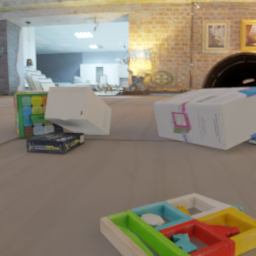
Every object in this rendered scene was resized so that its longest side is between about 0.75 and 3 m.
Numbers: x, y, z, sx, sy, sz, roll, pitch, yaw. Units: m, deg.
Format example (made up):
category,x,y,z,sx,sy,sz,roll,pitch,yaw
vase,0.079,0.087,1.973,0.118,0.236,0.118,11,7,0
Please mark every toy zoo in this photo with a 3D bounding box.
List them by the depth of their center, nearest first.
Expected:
category,x,y,z,sx,sy,sz,roll,pitch,yaw
toy zoo,0.746,1.185,3.367,1.846,0.189,1.211,-5,10,-29

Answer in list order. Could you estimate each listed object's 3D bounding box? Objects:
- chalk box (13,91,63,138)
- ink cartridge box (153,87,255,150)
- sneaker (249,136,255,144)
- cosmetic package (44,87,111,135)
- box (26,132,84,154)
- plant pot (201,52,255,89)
category,x,y,z,sx,sy,sz,roll,pitch,yaw
chalk box,-3.252,-0.542,10.165,1.534,1.523,2.457,-5,10,-26
ink cartridge box,2.511,-0.431,8.686,2.161,1.266,2.991,-19,15,-26
sneaker,4.302,0.173,8.599,1.340,0.597,0.526,-4,10,-29
cosmetic package,-1.486,-0.459,9.013,1.311,1.034,2.437,2,-12,11
box,-2.007,0.395,7.914,1.103,0.357,1.399,1,8,14
plant pot,4.840,-1.241,11.341,2.961,2.961,2.931,6,2,32
